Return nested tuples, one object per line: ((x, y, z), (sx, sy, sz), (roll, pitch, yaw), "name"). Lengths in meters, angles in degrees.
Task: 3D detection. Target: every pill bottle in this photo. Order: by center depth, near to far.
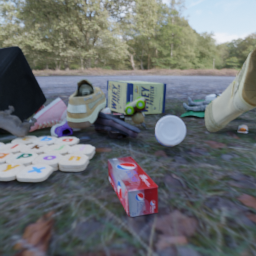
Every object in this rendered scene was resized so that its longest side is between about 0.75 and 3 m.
((1.067, 0.120, 7.288), (0.738, 0.738, 1.315), (1, -6, 5), "pill bottle")

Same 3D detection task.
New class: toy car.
((0.405, -0.441, 9.647), (0.823, 1.043, 0.857), (-28, 13, 8), "toy car")

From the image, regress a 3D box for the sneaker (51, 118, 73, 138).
((-1.886, 0.030, 8.857), (0.508, 0.491, 1.219), (20, 35, 20), "sneaker")

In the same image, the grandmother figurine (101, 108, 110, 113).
((-1.526, -0.568, 11.282), (1.666, 0.505, 1.010), (-6, 23, -14), "grandmother figurine")

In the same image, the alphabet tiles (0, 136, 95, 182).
((-2.305, 0.667, 6.566), (2.884, 0.210, 2.821), (1, 14, 3), "alphabet tiles")

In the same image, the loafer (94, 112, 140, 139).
((-0.401, 0.054, 8.572), (0.763, 0.668, 2.122), (23, 1, -36), "loafer")

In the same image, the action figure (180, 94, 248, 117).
((3.611, -0.878, 11.492), (2.609, 0.713, 1.541), (6, 39, 35), "action figure")

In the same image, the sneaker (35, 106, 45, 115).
((-3.644, -0.746, 11.781), (1.323, 0.515, 0.543), (33, 4, 39), "sneaker")

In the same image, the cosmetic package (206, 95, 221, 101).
((4.443, -1.240, 13.472), (1.133, 0.697, 1.129), (4, 13, 32), "cosmetic package")

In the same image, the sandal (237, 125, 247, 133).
((3.827, 0.005, 9.345), (0.300, 0.225, 0.784), (6, 15, 24), "sandal")

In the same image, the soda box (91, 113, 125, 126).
((-0.776, -0.307, 10.265), (1.307, 0.414, 0.462), (0, 13, -3), "soda box")

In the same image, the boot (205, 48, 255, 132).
((3.609, -1.227, 9.137), (1.011, 2.159, 2.778), (33, 56, -3), "boot")

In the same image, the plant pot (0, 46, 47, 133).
((-4.344, -1.010, 8.987), (2.228, 2.233, 1.981), (-3, 44, 15), "plant pot")

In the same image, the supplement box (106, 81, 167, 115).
((0.323, -1.422, 12.736), (1.999, 1.343, 2.001), (-5, 14, -32), "supplement box")

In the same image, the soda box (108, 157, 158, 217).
((0.039, 0.951, 4.824), (0.498, 0.451, 1.424), (-5, 15, -15), "soda box")

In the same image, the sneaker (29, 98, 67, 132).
((-2.645, -0.244, 9.537), (1.664, 0.870, 0.626), (-46, 6, -34), "sneaker")

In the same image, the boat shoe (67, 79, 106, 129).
((-1.270, -1.016, 8.810), (1.049, 1.115, 2.927), (-4, 22, 0), "boat shoe")

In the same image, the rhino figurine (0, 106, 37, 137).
((-3.386, -0.257, 7.660), (1.590, 0.475, 0.695), (26, 44, -13), "rhino figurine")
